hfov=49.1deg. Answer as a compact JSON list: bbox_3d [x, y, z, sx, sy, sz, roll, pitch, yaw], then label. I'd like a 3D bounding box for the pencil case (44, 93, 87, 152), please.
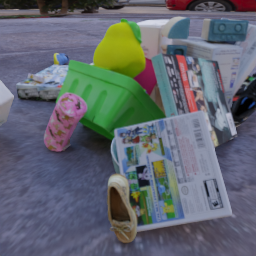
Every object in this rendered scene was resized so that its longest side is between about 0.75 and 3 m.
[{"bbox_3d":[-1.353,-0.087,5.918,0.623,1.440,0.596,27,45,-8],"label":"pencil case"}]

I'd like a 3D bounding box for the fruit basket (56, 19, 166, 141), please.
[{"bbox_3d":[-0.258,-1.088,6.567,2.619,1.889,2.619,-17,54,25],"label":"fruit basket"}]

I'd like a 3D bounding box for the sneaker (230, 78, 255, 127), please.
[{"bbox_3d":[3.131,-0.748,6.986,0.613,1.677,0.938,39,-5,13],"label":"sneaker"}]

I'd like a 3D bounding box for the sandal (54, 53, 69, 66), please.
[{"bbox_3d":[-3.183,-3.256,13.314,0.645,0.588,1.480,1,27,-8],"label":"sandal"}]

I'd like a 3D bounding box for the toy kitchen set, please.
[{"bbox_3d":[1.985,-1.530,7.485,2.081,2.597,1.530,-1,25,-8],"label":"toy kitchen set"}]

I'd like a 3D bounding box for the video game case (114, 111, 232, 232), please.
[{"bbox_3d":[0.615,0.638,4.308,1.487,0.180,1.632,-12,68,7],"label":"video game case"}]

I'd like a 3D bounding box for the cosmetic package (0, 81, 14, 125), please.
[{"bbox_3d":[-3.484,-0.790,5.753,1.146,1.859,1.865,-42,7,-30],"label":"cosmetic package"}]

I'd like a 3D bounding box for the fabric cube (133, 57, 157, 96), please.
[{"bbox_3d":[0.302,-1.418,7.665,0.941,0.924,0.938,28,2,-11],"label":"fabric cube"}]

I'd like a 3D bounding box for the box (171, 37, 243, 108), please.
[{"bbox_3d":[2.070,-1.467,8.031,1.032,1.967,1.809,-9,28,-24],"label":"box"}]

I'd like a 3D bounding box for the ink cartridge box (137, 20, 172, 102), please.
[{"bbox_3d":[0.767,-2.170,9.018,0.976,2.358,1.728,11,28,20],"label":"ink cartridge box"}]

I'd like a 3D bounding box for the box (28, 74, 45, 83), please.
[{"bbox_3d":[-3.015,-1.638,9.188,0.764,0.148,0.158,20,6,36],"label":"box"}]

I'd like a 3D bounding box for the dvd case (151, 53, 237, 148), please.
[{"bbox_3d":[1.503,-0.509,5.767,0.289,1.920,2.629,-16,-1,40],"label":"dvd case"}]

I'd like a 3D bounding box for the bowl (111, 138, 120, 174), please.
[{"bbox_3d":[0.179,0.615,5.175,1.119,0.585,1.119,9,46,-10],"label":"bowl"}]

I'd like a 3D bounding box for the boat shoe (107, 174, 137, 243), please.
[{"bbox_3d":[-0.124,1.155,3.814,0.377,1.029,0.322,-8,14,14],"label":"boat shoe"}]

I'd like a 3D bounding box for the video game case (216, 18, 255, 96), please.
[{"bbox_3d":[2.997,-2.157,8.623,0.263,2.255,2.050,22,16,-38],"label":"video game case"}]

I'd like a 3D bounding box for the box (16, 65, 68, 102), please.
[{"bbox_3d":[-2.414,-1.661,10.058,1.849,0.539,2.701,5,27,12],"label":"box"}]

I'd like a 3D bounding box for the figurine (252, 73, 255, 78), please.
[{"bbox_3d":[5.693,-1.447,9.220,2.735,1.206,2.803,0,26,18],"label":"figurine"}]

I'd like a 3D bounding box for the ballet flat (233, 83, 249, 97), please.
[{"bbox_3d":[3.107,-1.418,9.253,2.515,0.821,0.887,11,25,20],"label":"ballet flat"}]

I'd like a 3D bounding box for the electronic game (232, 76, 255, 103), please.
[{"bbox_3d":[3.309,-1.149,8.352,1.103,0.230,1.103,-28,33,20],"label":"electronic game"}]

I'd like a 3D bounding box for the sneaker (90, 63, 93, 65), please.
[{"bbox_3d":[-0.802,-1.450,8.975,1.137,0.986,2.565,-6,30,13],"label":"sneaker"}]
